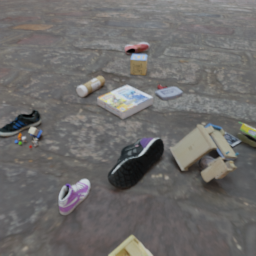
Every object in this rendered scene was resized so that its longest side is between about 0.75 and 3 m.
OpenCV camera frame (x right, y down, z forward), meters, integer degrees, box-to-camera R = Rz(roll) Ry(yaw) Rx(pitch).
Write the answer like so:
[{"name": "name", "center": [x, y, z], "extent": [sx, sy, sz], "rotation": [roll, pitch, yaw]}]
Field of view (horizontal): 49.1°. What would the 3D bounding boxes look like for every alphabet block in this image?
[{"name": "alphabet block", "center": [0.658, -3.884, 17.191], "extent": [0.953, 0.971, 0.948], "rotation": [6, 35, 8]}]

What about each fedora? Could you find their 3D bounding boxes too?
[{"name": "fedora", "center": [2.937, 1.278, 10.160], "extent": [0.752, 0.340, 0.665], "rotation": [10, 51, 14]}]

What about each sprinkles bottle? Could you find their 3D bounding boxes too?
[{"name": "sprinkles bottle", "center": [-1.998, -2.258, 15.200], "extent": [0.593, 0.593, 1.737], "rotation": [22, 40, 28]}]

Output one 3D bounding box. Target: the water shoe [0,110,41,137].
[{"name": "water shoe", "center": [-4.780, -0.272, 12.224], "extent": [1.891, 0.746, 0.676], "rotation": [-25, 42, -31]}]

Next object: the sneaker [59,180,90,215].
[{"name": "sneaker", "center": [-1.684, 1.990, 8.940], "extent": [0.529, 0.832, 1.459], "rotation": [12, 36, 19]}]

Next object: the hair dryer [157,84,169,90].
[{"name": "hair dryer", "center": [1.932, -2.250, 15.514], "extent": [0.625, 0.223, 0.821], "rotation": [10, 37, 12]}]

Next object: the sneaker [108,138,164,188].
[{"name": "sneaker", "center": [0.093, 1.217, 10.175], "extent": [1.177, 1.018, 2.688], "rotation": [8, 30, 43]}]

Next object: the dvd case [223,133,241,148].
[{"name": "dvd case", "center": [4.212, 0.502, 11.693], "extent": [0.594, 0.098, 0.790], "rotation": [-23, 42, -30]}]

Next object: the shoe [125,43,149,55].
[{"name": "shoe", "center": [0.653, -5.605, 19.991], "extent": [1.789, 0.639, 0.814], "rotation": [-6, 36, 1]}]

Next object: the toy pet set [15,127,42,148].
[{"name": "toy pet set", "center": [-4.025, 0.428, 11.648], "extent": [0.951, 0.505, 0.888], "rotation": [16, 73, 27]}]

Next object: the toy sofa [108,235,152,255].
[{"name": "toy sofa", "center": [0.564, 3.847, 6.293], "extent": [1.060, 1.249, 2.559], "rotation": [-39, 46, -9]}]

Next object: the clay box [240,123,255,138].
[{"name": "clay box", "center": [5.039, 0.174, 11.320], "extent": [1.301, 0.310, 0.748], "rotation": [29, 12, 22]}]

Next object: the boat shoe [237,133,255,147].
[{"name": "boat shoe", "center": [4.952, 0.444, 11.539], "extent": [0.292, 0.330, 0.882], "rotation": [-34, 47, -28]}]

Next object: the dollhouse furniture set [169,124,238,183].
[{"name": "dollhouse furniture set", "center": [3.081, 1.109, 10.508], "extent": [2.237, 1.460, 2.112], "rotation": [9, 46, -45]}]

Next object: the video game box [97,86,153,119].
[{"name": "video game box", "center": [-0.145, -1.347, 14.006], "extent": [2.091, 0.489, 1.905], "rotation": [-29, 42, -35]}]

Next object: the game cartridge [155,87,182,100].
[{"name": "game cartridge", "center": [2.190, -1.822, 14.895], "extent": [1.297, 0.265, 0.863], "rotation": [-16, 34, -21]}]
